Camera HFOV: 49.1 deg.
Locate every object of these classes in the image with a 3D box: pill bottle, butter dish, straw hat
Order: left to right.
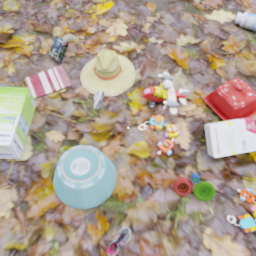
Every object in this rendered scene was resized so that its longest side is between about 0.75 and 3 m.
[{"bbox_3d":[-0.980,-2.954,13.187,2.871,1.215,2.871,0,56,-1],"label":"straw hat"},{"bbox_3d":[4.595,-1.372,11.975,1.952,1.443,1.947,-27,59,-17],"label":"butter dish"},{"bbox_3d":[6.664,-5.839,15.370,1.459,0.794,0.794,22,59,14],"label":"pill bottle"}]

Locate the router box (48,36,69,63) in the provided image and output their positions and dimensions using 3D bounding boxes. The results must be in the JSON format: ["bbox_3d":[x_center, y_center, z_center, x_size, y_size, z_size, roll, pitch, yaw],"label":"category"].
[{"bbox_3d":[-3.459,-3.883,13.891,0.794,1.060,0.329,41,24,29],"label":"router box"}]

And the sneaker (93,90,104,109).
[{"bbox_3d":[-1.396,-1.241,12.602,0.422,0.385,1.030,0,51,22],"label":"sneaker"}]

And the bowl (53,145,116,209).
[{"bbox_3d":[-1.618,1.571,10.124,2.382,1.246,2.382,0,55,-1],"label":"bowl"}]

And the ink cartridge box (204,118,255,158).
[{"bbox_3d":[3.949,0.363,10.839,1.760,0.734,1.277,-9,94,-3],"label":"ink cartridge box"}]

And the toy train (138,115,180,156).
[{"bbox_3d":[1.343,0.183,11.489,1.397,0.517,1.860,-34,63,-21],"label":"toy train"}]

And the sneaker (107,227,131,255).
[{"bbox_3d":[-0.276,3.719,9.179,0.434,0.402,1.076,30,61,18],"label":"sneaker"}]

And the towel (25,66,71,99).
[{"bbox_3d":[-3.796,-2.151,13.257,1.891,0.215,1.362,-22,61,-12],"label":"towel"}]

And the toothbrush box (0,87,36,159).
[{"bbox_3d":[-5.185,-0.257,11.368,2.052,1.213,2.818,3,58,2],"label":"toothbrush box"}]

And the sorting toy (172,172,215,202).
[{"bbox_3d":[2.361,2.050,10.088,1.476,0.887,0.606,10,14,7],"label":"sorting toy"}]

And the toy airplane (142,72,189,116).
[{"bbox_3d":[1.768,-1.558,12.192,1.838,1.297,1.830,37,63,22],"label":"toy airplane"}]

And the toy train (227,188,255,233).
[{"bbox_3d":[4.090,2.911,9.746,1.150,0.426,1.531,30,60,24],"label":"toy train"}]
